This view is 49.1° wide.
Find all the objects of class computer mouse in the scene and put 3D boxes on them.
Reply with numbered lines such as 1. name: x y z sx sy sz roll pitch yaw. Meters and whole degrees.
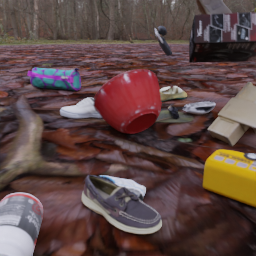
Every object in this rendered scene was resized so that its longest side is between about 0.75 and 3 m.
1. computer mouse: 2.262 -0.620 9.829 1.660 0.364 0.910 -8 16 -4

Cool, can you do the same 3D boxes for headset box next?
1. headset box: 2.726 -2.356 7.485 2.040 0.788 1.518 2 -5 7

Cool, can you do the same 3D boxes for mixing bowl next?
1. mixing bowl: 0.150 -0.550 7.939 2.024 2.024 1.096 -11 62 -28

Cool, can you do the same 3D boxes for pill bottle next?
1. pill bottle: -1.571 1.455 3.767 0.675 0.675 1.164 -2 21 -6

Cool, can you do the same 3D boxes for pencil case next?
1. pencil case: -3.495 -2.374 13.488 2.418 1.029 1.117 6 -3 18

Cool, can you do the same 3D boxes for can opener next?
1. can opener: 1.244 -2.926 9.411 0.422 0.337 1.263 -24 -31 21

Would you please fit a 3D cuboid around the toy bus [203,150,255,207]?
1. toy bus: 2.498 1.001 4.939 2.130 0.693 0.834 15 25 35

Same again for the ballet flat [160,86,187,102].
1. ballet flat: 1.830 -1.469 11.732 1.751 0.619 0.619 -11 23 -29

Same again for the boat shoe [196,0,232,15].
1. boat shoe: 2.499 -3.858 8.788 0.812 2.143 0.769 -23 -2 -8

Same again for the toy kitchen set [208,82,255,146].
1. toy kitchen set: 3.569 0.047 7.576 1.845 1.664 1.505 -47 33 -7

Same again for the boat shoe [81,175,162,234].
1. boat shoe: -0.164 1.215 4.628 1.583 0.513 0.569 16 26 37

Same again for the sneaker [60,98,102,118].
1. sneaker: -1.405 -0.728 9.628 1.848 0.654 0.675 -2 21 -5

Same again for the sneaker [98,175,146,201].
1. sneaker: -0.126 1.105 5.253 0.992 0.372 0.430 17 19 19
